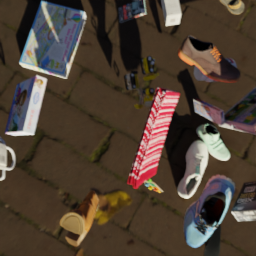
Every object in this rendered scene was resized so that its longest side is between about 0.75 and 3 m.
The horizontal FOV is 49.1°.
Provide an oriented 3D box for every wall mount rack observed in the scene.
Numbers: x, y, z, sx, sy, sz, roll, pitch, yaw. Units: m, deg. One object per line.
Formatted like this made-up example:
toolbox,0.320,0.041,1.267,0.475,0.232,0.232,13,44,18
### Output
wall mount rack,-4.423,0.513,8.470,0.897,2.407,2.091,-10,72,6

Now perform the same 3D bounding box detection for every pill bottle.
pill bottle,2.926,-1.949,9.503,1.282,0.767,0.767,-8,81,-20

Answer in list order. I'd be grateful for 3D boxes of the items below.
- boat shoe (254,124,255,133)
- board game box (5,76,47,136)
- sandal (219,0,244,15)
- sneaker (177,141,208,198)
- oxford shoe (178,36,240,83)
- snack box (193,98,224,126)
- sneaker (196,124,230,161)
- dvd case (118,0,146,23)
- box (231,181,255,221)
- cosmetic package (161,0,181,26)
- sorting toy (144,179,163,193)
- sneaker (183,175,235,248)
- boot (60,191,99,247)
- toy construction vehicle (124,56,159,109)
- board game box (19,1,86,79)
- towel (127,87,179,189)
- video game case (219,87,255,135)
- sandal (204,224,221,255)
boat shoe,3.465,-0.004,7.128,0.539,0.528,1.523,27,59,-28
board game box,-3.019,-0.598,8.180,0.333,1.617,1.620,18,76,-38
sandal,2.748,-3.310,7.313,1.034,0.282,0.423,20,87,-36
sneaker,2.475,1.523,10.264,0.835,0.982,2.220,17,81,4
oxford shoe,2.384,-1.951,8.012,1.958,0.710,0.697,29,62,5
snack box,2.620,-0.546,9.170,0.169,1.387,0.498,-24,120,-14
sneaker,3.250,0.552,10.425,0.602,0.965,1.636,-41,84,-7
dvd case,0.109,-3.412,8.176,0.808,0.089,0.590,-14,63,18
box,3.472,1.793,7.076,0.362,1.454,1.147,53,52,-8
cosmetic package,1.075,-3.151,7.168,0.380,0.482,0.897,-8,80,3
sorting toy,0.730,1.822,8.733,1.061,0.597,0.145,47,65,-36
sneaker,2.099,2.434,7.755,0.928,1.065,2.368,25,114,16
boot,-1.258,2.327,7.856,0.668,1.813,1.402,24,48,7
toy construction vehicle,0.486,-1.288,8.222,0.490,1.212,1.392,-15,96,-38
board game box,-3.006,-3.566,11.315,1.868,0.476,2.779,16,81,3
towel,0.778,0.247,7.700,0.298,1.916,2.649,20,101,20
video game case,4.482,-0.746,8.338,2.780,2.535,0.306,-38,113,-13
sandal,3.091,4.180,10.217,0.535,0.341,1.423,19,69,4
